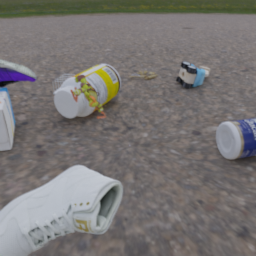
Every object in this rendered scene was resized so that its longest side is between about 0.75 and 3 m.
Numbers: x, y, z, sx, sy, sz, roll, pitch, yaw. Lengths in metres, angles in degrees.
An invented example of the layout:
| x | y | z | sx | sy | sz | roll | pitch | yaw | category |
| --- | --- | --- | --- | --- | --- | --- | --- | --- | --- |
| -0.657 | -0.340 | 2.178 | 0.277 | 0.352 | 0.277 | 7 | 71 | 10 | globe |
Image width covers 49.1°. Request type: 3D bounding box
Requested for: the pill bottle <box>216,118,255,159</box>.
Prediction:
| x | y | z | sx | sy | sz | roll | pitch | yaw | category |
| --- | --- | --- | --- | --- | --- | --- | --- | --- | --- |
| 3.552 | 0.246 | 7.854 | 1.877 | 1.043 | 1.043 | -7 | 29 | -13 | pill bottle |

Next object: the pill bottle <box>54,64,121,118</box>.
| x | y | z | sx | sy | sz | roll | pitch | yaw | category |
| --- | --- | --- | --- | --- | --- | --- | --- | --- | --- |
| -1.472 | -1.356 | 10.392 | 1.458 | 1.458 | 2.669 | 14 | 32 | 24 | pill bottle |

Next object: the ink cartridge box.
| x | y | z | sx | sy | sz | roll | pitch | yaw | category |
| --- | --- | --- | --- | --- | --- | --- | --- | --- | --- |
| -4.280 | -0.250 | 8.461 | 1.356 | 1.333 | 1.842 | -8 | 30 | -15 | ink cartridge box |

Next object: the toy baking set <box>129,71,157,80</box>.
| x | y | z | sx | sy | sz | roll | pitch | yaw | category |
| --- | --- | --- | --- | --- | --- | --- | --- | --- | --- |
| 0.757 | -2.621 | 14.150 | 1.082 | 0.164 | 1.410 | 21 | 34 | 38 | toy baking set |

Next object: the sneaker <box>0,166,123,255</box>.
| x | y | z | sx | sy | sz | roll | pitch | yaw | category |
| --- | --- | --- | --- | --- | --- | --- | --- | --- | --- |
| -0.958 | 1.252 | 3.839 | 1.156 | 0.737 | 2.000 | 7 | 36 | 44 | sneaker |

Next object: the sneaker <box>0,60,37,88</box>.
| x | y | z | sx | sy | sz | roll | pitch | yaw | category |
| --- | --- | --- | --- | --- | --- | --- | --- | --- | --- |
| -3.883 | -1.674 | 9.083 | 1.691 | 0.841 | 0.588 | 16 | 21 | -23 | sneaker |

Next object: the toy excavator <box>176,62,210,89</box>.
| x | y | z | sx | sy | sz | roll | pitch | yaw | category |
| --- | --- | --- | --- | --- | --- | --- | --- | --- | --- |
| 3.290 | -2.527 | 13.341 | 1.941 | 0.970 | 1.888 | 6 | 28 | -17 | toy excavator |

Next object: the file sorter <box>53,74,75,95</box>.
| x | y | z | sx | sy | sz | roll | pitch | yaw | category |
| --- | --- | --- | --- | --- | --- | --- | --- | --- | --- |
| -2.773 | -1.897 | 12.281 | 0.707 | 0.634 | 1.018 | 6 | 30 | 12 | file sorter |

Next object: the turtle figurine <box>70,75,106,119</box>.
| x | y | z | sx | sy | sz | roll | pitch | yaw | category |
| --- | --- | --- | --- | --- | --- | --- | --- | --- | --- |
| -1.166 | -1.004 | 8.048 | 0.502 | 1.557 | 1.256 | -40 | 50 | 14 | turtle figurine |
